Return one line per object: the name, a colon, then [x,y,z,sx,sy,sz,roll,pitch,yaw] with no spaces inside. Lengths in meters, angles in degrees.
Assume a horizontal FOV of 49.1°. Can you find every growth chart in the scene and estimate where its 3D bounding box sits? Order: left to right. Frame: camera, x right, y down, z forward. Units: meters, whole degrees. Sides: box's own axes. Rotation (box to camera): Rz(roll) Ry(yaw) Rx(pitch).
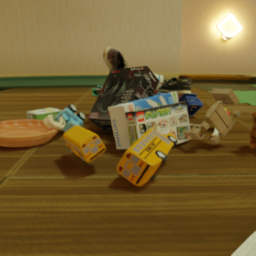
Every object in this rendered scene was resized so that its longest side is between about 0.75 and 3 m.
growth chart: [2.489,2.108,3.771,1.596,0.196,2.205,-9,17,-34]

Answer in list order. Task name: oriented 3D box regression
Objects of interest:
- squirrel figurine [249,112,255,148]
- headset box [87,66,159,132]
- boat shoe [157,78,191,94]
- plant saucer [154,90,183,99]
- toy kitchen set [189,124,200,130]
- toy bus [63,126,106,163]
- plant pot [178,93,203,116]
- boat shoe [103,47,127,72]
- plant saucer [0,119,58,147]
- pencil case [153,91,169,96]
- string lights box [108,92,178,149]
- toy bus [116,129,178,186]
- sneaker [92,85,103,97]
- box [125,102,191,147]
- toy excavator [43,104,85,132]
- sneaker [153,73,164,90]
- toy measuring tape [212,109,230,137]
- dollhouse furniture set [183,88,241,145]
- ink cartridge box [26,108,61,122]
squirrel figurine: [4.285,-0.144,9.027,0.856,1.129,1.210,-9,32,33]
headset box: [-0.239,-1.010,11.162,2.038,2.739,1.058,6,-26,43]
boat shoe: [2.014,-1.915,12.583,0.741,0.698,2.063,-6,12,-34]
plant saucer: [2.245,-1.791,15.426,2.392,0.448,2.392,-1,-24,0]
toy kitchen set: [2.443,-0.084,11.253,0.702,0.634,0.778,10,18,31]
toy bus: [-1.313,0.425,7.923,0.613,0.737,1.883,-39,25,-18]
plant pot: [3.045,-1.224,14.163,0.960,0.960,0.863,2,57,-29]
boat shoe: [-0.408,-2.765,12.626,0.734,0.814,2.264,21,-16,27]
plant saucer: [-3.939,0.184,10.343,2.649,0.496,2.649,2,14,-1]
pencil case: [1.321,-1.123,12.631,1.143,1.053,2.474,34,25,16]
string lights box: [0.707,-0.320,10.000,0.842,1.467,2.855,-4,11,46]
toy bus: [0.595,0.669,7.438,0.893,0.742,2.281,33,26,10]
sneaker: [-1.053,-1.792,13.782,1.042,0.886,2.285,0,-5,-31]
box: [1.098,-0.027,9.371,2.592,1.427,0.450,-13,6,-41]
toy excavator: [-2.440,-0.237,10.786,0.811,1.579,1.624,-35,32,18]
sneaker: [0.578,-1.882,12.820,0.961,2.219,0.832,25,48,-25]
toy measuring tape: [3.691,-0.328,11.387,0.792,0.792,2.153,7,25,25]
dollhouse furniture set: [2.862,-0.290,9.523,1.968,1.020,0.871,-48,24,-10]
ink cartridge box: [-3.757,-0.584,13.330,0.961,0.549,1.851,14,20,42]
